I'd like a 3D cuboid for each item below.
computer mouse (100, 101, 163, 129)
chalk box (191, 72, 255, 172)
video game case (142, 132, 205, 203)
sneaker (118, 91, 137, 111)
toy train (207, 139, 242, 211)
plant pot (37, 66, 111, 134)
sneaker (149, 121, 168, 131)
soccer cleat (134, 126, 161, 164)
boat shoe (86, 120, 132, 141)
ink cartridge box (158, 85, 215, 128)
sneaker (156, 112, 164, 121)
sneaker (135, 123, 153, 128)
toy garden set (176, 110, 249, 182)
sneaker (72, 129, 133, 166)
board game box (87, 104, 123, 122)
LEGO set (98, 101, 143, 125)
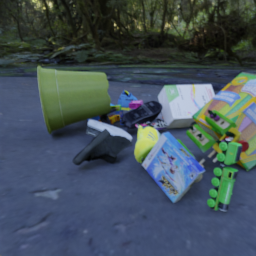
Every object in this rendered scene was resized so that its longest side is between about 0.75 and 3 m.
[{"bbox_3d":[0.103,-0.466,11.915,2.594,0.597,1.821,-30,40,-14],"label":"computer mouse"},{"bbox_3d":[3.879,-0.480,8.740,2.906,1.799,1.808,-42,21,1],"label":"chalk box"},{"bbox_3d":[1.022,0.947,6.695,0.288,1.148,1.266,-13,52,-43],"label":"video game case"},{"bbox_3d":[0.055,-1.495,14.257,0.739,0.879,2.241,8,16,13],"label":"sneaker"},{"bbox_3d":[2.100,1.058,6.067,0.461,1.635,0.341,17,14,41],"label":"toy train"},{"bbox_3d":[-2.111,-1.266,11.459,2.596,2.734,2.734,-8,18,-11],"label":"plant pot"},{"bbox_3d":[1.188,-0.002,11.717,0.980,0.409,0.395,-12,45,0],"label":"sneaker"},{"bbox_3d":[0.530,0.429,8.578,0.834,1.079,2.579,-37,-7,12],"label":"soccer cleat"},{"bbox_3d":[-0.739,0.280,10.610,1.867,0.662,0.673,22,14,20],"label":"boat shoe"},{"bbox_3d":[3.016,-1.009,12.638,2.944,1.724,0.991,-4,-24,-16],"label":"ink cartridge box"},{"bbox_3d":[1.847,-0.670,14.003,0.941,0.652,1.680,0,19,-29],"label":"sneaker"},{"bbox_3d":[0.662,-0.058,11.090,0.835,0.365,0.308,19,7,-30],"label":"sneaker"},{"bbox_3d":[1.730,0.561,7.382,2.482,0.495,2.069,-40,22,7],"label":"toy garden set"},{"bbox_3d":[-0.753,0.750,8.686,0.594,1.032,1.979,-35,9,47],"label":"sneaker"},{"bbox_3d":[-1.675,-0.920,14.727,1.822,0.539,2.396,-12,20,-33],"label":"board game box"},{"bbox_3d":[-0.488,-0.679,13.183,2.839,1.083,1.165,0,14,23],"label":"LEGO set"}]
